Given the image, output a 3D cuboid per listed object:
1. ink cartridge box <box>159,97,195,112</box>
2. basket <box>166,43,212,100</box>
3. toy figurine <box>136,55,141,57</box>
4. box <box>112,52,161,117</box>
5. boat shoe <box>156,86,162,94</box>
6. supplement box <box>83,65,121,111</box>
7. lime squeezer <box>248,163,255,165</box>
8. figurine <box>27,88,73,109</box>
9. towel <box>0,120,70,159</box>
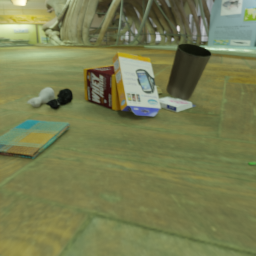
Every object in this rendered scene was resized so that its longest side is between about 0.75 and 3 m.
[{"bbox_3d":[2.318,-1.224,13.815,1.516,0.328,1.488,-19,28,-37],"label":"ink cartridge box"},{"bbox_3d":[2.901,-2.753,13.944,1.621,2.383,2.149,31,36,22],"label":"basket"},{"bbox_3d":[-0.010,-3.435,17.018,2.045,2.013,1.423,8,3,15],"label":"toy figurine"},{"bbox_3d":[0.387,-1.831,12.425,1.780,2.990,0.620,3,-21,-31],"label":"box"},{"bbox_3d":[1.400,-2.377,16.462,0.586,0.505,1.605,-9,26,-29],"label":"boat shoe"},{"bbox_3d":[-0.546,-2.178,14.319,2.464,1.659,2.498,-18,28,-40],"label":"supplement box"},{"bbox_3d":[4.176,1.032,8.224,1.182,0.223,0.417,-7,-10,-15],"label":"lime squeezer"},{"bbox_3d":[-3.880,-1.409,13.856,1.728,0.744,1.686,5,26,15],"label":"figurine"},{"bbox_3d":[-3.463,0.331,9.877,1.938,0.287,2.643,4,23,13],"label":"towel"}]
